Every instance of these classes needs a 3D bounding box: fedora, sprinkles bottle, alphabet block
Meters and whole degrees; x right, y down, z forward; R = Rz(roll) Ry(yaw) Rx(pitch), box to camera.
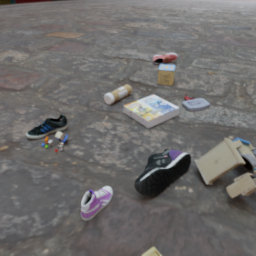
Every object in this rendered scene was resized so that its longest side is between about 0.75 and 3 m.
[{"bbox_3d":[4.122,1.163,9.524,0.340,0.665,0.752,-27,43,-11],"label":"fedora"},{"bbox_3d":[-0.534,-1.835,15.323,0.593,0.593,1.737,25,40,33],"label":"sprinkles bottle"},{"bbox_3d":[2.340,-3.258,17.152,0.953,0.971,0.948,9,33,12],"label":"alphabet block"}]

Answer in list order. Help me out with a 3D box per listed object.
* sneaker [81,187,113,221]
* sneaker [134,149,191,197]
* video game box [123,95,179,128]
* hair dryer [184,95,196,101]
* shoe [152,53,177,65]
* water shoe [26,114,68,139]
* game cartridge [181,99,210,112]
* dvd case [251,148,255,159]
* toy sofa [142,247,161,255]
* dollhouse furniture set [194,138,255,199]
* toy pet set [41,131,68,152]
[{"bbox_3d":[-0.966,2.194,8.942,0.529,0.832,1.459,15,35,24],"label":"sneaker"},{"bbox_3d":[1.012,1.526,10.010,2.688,1.018,1.177,-20,29,-41],"label":"sneaker"},{"bbox_3d":[1.150,-0.879,13.967,2.091,0.489,1.905,-23,37,-31],"label":"video game box"},{"bbox_3d":[3.386,-1.618,15.329,0.625,0.223,0.821,13,36,17],"label":"hair dryer"},{"bbox_3d":[2.652,-4.878,19.995,1.789,0.639,0.814,-3,34,5],"label":"shoe"},{"bbox_3d":[-3.664,-0.112,12.532,1.891,0.746,0.676,-20,38,-27],"label":"water shoe"},{"bbox_3d":[3.570,-1.199,14.678,1.297,0.265,0.863,-12,31,-17],"label":"game cartridge"},{"bbox_3d":[5.201,1.116,11.254,0.594,0.098,0.790,-19,38,-27],"label":"dvd case"},{"bbox_3d":[0.960,4.074,6.067,1.060,1.249,2.559,-35,41,-6],"label":"toy sofa"},{"bbox_3d":[3.935,1.622,10.143,2.237,1.460,2.112,13,44,-41],"label":"dollhouse furniture set"},{"bbox_3d":[-2.997,0.607,11.876,0.951,0.505,0.888,19,72,32],"label":"toy pet set"}]
